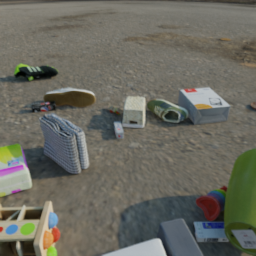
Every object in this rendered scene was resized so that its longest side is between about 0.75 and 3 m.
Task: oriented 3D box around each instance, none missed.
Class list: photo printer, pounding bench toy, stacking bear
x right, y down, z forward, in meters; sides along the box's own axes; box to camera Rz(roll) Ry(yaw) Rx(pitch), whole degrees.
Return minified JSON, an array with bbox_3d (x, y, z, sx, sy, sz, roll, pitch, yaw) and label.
[{"bbox_3d":[-0.081,3.336,5.557,2.112,0.733,1.757,-15,42,-6],"label":"photo printer"},{"bbox_3d":[-2.434,2.800,6.281,1.531,1.220,1.963,-1,32,-2],"label":"pounding bench toy"},{"bbox_3d":[2.609,2.053,8.070,1.149,0.654,0.698,-16,66,-44],"label":"stacking bear"}]

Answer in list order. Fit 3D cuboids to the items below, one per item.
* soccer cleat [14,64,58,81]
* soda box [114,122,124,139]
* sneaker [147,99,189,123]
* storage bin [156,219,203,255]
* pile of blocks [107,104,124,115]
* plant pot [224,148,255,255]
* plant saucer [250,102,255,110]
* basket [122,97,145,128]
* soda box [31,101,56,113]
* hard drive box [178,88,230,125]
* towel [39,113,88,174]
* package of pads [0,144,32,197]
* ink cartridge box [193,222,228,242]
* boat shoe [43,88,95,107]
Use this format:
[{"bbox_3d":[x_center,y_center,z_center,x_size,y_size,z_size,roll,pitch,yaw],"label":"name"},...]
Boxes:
[{"bbox_3d":[-5.422,-3.182,16.522,2.528,0.853,1.024,4,55,1],"label":"soccer cleat"},{"bbox_3d":[-0.391,0.091,11.535,0.289,0.311,0.910,-5,32,-9],"label":"soda box"},{"bbox_3d":[1.630,-0.738,12.509,2.000,0.671,0.898,19,32,23],"label":"sneaker"},{"bbox_3d":[1.089,2.879,6.372,1.085,1.001,1.491,-8,32,-13],"label":"storage bin"},{"bbox_3d":[-0.623,-0.797,13.058,1.055,0.433,0.328,26,82,49],"label":"pile of blocks"},{"bbox_3d":[3.318,1.956,6.986,2.083,2.083,2.226,20,41,29],"label":"plant pot"},{"bbox_3d":[6.307,-1.025,13.521,0.762,0.131,0.762,0,31,0],"label":"plant saucer"},{"bbox_3d":[0.270,-0.727,12.328,0.955,0.869,1.409,3,31,4],"label":"basket"},{"bbox_3d":[-3.991,-0.995,13.266,1.068,0.338,0.378,-7,33,-10],"label":"soda box"},{"bbox_3d":[3.426,-1.051,12.932,1.594,0.785,2.045,-6,32,-12],"label":"hard drive box"},{"bbox_3d":[-2.269,0.509,9.633,1.973,1.634,0.844,27,46,37],"label":"towel"},{"bbox_3d":[-4.428,1.449,8.863,2.347,0.801,1.814,-14,34,-21],"label":"package of pads"},{"bbox_3d":[2.275,2.731,7.367,1.031,0.202,0.513,-1,32,1],"label":"ink cartridge box"},{"bbox_3d":[-2.803,-1.596,13.710,2.549,0.902,0.883,2,32,6],"label":"boat shoe"}]
